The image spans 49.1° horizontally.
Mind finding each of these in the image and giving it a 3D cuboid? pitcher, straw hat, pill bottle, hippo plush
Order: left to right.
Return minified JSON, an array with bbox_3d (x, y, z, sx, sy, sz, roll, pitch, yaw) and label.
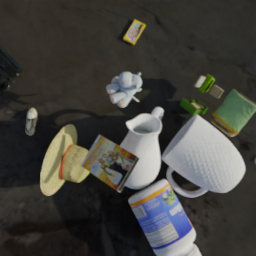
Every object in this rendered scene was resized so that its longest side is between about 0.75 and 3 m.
[{"bbox_3d":[-1.846,1.212,9.579,1.089,2.573,2.573,15,80,10],"label":"straw hat"},{"bbox_3d":[-0.005,-1.203,8.759,1.223,0.984,0.974,20,68,-18],"label":"hippo plush"},{"bbox_3d":[0.551,0.680,9.758,1.556,2.566,2.202,24,37,21],"label":"pitcher"},{"bbox_3d":[1.314,3.377,9.674,1.588,1.588,2.833,-28,81,-5],"label":"pill bottle"}]

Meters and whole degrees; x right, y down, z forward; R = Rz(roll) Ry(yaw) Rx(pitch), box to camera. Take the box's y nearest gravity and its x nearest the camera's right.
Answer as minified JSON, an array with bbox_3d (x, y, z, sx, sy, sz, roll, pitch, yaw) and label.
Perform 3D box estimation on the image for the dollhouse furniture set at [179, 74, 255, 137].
[{"bbox_3d":[3.235,-0.801,10.062,2.194,1.101,1.438,43,117,28],"label":"dollhouse furniture set"}]

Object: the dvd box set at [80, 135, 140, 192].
[{"bbox_3d":[-0.557,1.004,8.235,1.551,0.228,1.135,28,82,32],"label":"dvd box set"}]

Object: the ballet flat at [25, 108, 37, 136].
[{"bbox_3d":[-3.806,-0.258,10.953,0.424,0.358,1.121,-1,79,1],"label":"ballet flat"}]

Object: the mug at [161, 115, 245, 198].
[{"bbox_3d":[2.535,1.318,10.010,2.411,2.031,2.750,38,112,3],"label":"mug"}]

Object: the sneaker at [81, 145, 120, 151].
[{"bbox_3d":[-0.937,0.780,10.700,1.600,0.480,0.834,-26,86,-1],"label":"sneaker"}]

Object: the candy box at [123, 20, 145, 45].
[{"bbox_3d":[0.253,-4.007,11.738,0.511,0.132,1.000,28,81,7],"label":"candy box"}]

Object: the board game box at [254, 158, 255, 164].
[{"bbox_3d":[5.311,1.225,10.789,0.642,0.158,0.813,40,83,7],"label":"board game box"}]

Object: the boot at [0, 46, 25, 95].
[{"bbox_3d":[-5.275,-2.373,11.176,1.918,0.710,1.572,43,83,3],"label":"boot"}]
